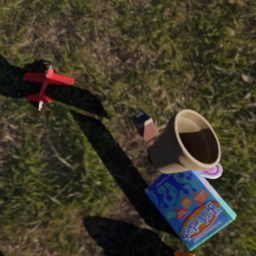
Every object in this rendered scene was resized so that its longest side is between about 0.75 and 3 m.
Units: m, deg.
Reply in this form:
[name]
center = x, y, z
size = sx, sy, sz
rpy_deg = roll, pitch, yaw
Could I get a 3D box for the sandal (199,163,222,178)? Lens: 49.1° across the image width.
[sandal]
center = 2.654, 1.511, 11.557
size = 2.442, 0.600, 0.994
rpy_deg = 4, 68, 2

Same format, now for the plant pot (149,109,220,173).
[plant pot]
center = 1.608, 0.627, 8.820
size = 1.942, 1.694, 1.942
rpy_deg = 20, 53, -29

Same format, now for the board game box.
[board game box]
center = 2.215, 2.771, 10.432
size = 2.083, 0.616, 2.739
rpy_deg = -47, 71, 21

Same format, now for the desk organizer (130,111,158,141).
[desk organizer]
center = 0.604, -0.108, 11.047
size = 0.642, 1.791, 0.690
rpy_deg = -29, 104, -1

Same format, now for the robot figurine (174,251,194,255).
[robot figurine]
center = 1.934, 5.241, 9.793
size = 2.018, 1.177, 1.451
rpy_deg = 9, 91, 2

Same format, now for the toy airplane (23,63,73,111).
[toy airplane]
center = -3.903, -2.012, 13.035
size = 2.494, 0.459, 2.494
rpy_deg = -1, 68, 2
